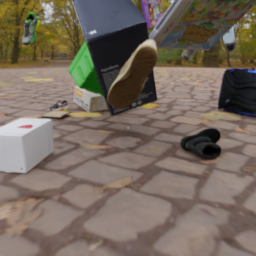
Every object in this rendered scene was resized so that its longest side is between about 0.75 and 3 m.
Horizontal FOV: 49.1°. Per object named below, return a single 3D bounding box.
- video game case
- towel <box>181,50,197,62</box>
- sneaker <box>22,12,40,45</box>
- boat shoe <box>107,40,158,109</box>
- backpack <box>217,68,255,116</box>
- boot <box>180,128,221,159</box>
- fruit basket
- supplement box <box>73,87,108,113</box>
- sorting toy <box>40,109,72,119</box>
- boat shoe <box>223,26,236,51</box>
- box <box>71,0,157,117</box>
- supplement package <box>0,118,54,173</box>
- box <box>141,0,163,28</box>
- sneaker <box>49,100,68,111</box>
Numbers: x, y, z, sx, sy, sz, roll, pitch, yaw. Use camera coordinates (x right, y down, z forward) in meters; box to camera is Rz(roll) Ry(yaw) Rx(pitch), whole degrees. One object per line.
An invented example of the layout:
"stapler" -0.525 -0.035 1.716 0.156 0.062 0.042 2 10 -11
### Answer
"video game case" 2.209 -3.222 8.347 2.724 0.300 2.479 -8 -21 -31
"towel" 2.840 -3.469 12.593 0.179 1.039 1.000 41 14 20
"sneaker" -2.846 -2.815 7.970 0.389 0.996 0.424 5 -14 12
"boat shoe" 0.127 -1.199 6.541 0.659 1.849 0.597 30 38 -14
"backpack" 6.105 -1.761 13.480 2.273 2.201 2.709 -5 16 -27
"boot" 2.462 0.474 8.436 1.513 0.569 1.131 -18 15 -21
"fruit basket" -1.187 -3.292 12.724 2.238 3.102 3.102 15 5 -34
"supplement box" -1.506 -1.646 14.944 2.380 0.875 1.500 -13 35 -40
"sorting toy" -3.278 -0.666 13.325 1.130 0.203 1.516 0 15 17
"boat shoe" 4.122 -3.948 11.538 0.549 1.551 0.704 -4 -19 23
"box" -0.419 -2.513 9.035 1.730 2.946 2.897 -19 49 -2
"supplement package" -2.929 0.428 7.810 1.049 1.036 1.729 2 16 9
"box" 0.797 -3.762 9.024 0.235 0.821 1.201 4 31 26
"sneaker" -3.636 -1.201 14.605 0.462 0.497 1.150 8 18 31
